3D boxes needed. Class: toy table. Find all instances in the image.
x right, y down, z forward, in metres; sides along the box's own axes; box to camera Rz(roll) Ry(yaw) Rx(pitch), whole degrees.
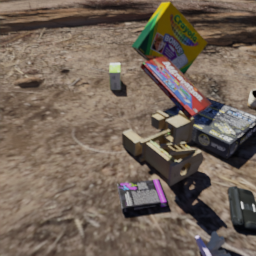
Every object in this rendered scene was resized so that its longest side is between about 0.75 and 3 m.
[{"bbox_3d":[1.939,2.758,6.305,0.512,0.803,0.874,-22,48,-4],"label":"toy table"}]

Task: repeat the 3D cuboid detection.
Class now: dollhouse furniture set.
[{"bbox_3d":[1.101,0.069,9.000,1.406,2.237,2.529,-21,39,-30],"label":"dollhouse furniture set"}]

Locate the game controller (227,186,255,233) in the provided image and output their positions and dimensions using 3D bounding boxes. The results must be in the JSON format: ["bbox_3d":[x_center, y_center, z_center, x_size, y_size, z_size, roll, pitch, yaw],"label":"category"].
[{"bbox_3d":[3.148,2.177,7.637,0.757,0.306,1.452,19,35,2],"label":"game controller"}]

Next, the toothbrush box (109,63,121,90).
[{"bbox_3d":[-0.662,-2.637,14.319,0.562,0.950,1.304,0,34,0],"label":"toothbrush box"}]

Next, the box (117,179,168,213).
[{"bbox_3d":[0.391,1.920,8.008,1.306,0.236,0.934,-4,33,-9],"label":"box"}]

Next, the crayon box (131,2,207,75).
[{"bbox_3d":[1.718,-3.378,11.416,2.474,2.135,0.721,33,5,-32],"label":"crayon box"}]

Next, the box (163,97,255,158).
[{"bbox_3d":[3.172,-0.234,10.850,2.395,0.730,2.971,-27,42,-37],"label":"box"}]

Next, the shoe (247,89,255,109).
[{"bbox_3d":[5.956,-1.467,12.960,0.622,0.475,1.778,16,37,23],"label":"shoe"}]

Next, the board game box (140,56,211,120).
[{"bbox_3d":[1.145,-1.014,6.692,0.885,0.167,1.720,-28,71,-40],"label":"board game box"}]
